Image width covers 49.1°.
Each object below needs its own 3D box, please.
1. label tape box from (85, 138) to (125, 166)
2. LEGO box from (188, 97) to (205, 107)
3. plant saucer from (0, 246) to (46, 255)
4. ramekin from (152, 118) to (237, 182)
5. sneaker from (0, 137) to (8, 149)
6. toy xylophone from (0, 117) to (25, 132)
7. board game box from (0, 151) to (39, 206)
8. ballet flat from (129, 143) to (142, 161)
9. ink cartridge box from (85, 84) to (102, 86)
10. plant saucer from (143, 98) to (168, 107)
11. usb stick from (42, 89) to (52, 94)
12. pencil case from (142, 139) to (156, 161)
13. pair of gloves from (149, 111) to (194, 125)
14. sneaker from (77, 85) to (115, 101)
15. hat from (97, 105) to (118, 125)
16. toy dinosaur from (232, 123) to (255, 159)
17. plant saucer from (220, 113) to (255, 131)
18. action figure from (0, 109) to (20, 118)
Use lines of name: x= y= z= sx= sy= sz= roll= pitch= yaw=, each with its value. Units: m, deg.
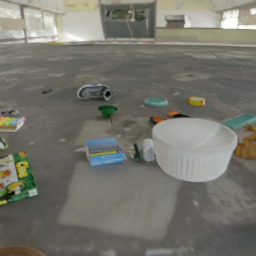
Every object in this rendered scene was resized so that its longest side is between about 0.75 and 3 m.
label tape box: x=-0.755 y=0.850 z=8.946 sx=1.033 sy=0.477 sz=1.442 roll=-6 pitch=26 yaw=-16
LEGO box: x=3.545 y=-1.363 z=14.542 sx=0.753 sy=0.291 sz=0.561 roll=11 pitch=25 yaw=26
plant saucer: x=-2.160 y=2.684 z=4.746 sx=1.858 sy=0.274 sz=1.858 roll=-1 pitch=22 yaw=0
ramekin: x=1.945 y=0.643 z=8.521 sx=2.479 sy=1.154 sz=2.479 roll=0 pitch=22 yaw=0
sneaker: x=-4.632 y=0.512 z=9.611 sx=1.568 sy=0.591 sz=0.599 roll=10 pitch=47 yaw=49
toy xylophone: x=-5.122 y=-0.224 z=11.593 sx=1.696 sy=0.426 sz=1.241 roll=-2 pitch=22 yaw=-5
board game box: x=-3.322 y=1.365 z=7.908 sx=1.190 sy=0.266 sz=2.271 roll=-12 pitch=25 yaw=-24
ballet flat: x=0.226 y=0.780 z=9.297 sx=0.347 sy=0.345 sz=1.014 roll=-10 pitch=23 yaw=-2
ink cartridge box: x=-2.093 y=-2.525 z=17.482 sx=1.004 sy=0.236 sz=0.992 roll=-6 pitch=22 yaw=-19
plant saucer: x=1.447 y=-1.382 z=14.706 sx=1.293 sy=0.177 sz=1.293 roll=2 pitch=21 yaw=-1
usb stick: x=-4.831 y=-2.204 z=16.796 sx=0.233 sy=0.137 sz=0.839 roll=6 pitch=23 yaw=16
pencil case: x=0.681 y=0.717 z=9.290 sx=0.402 sy=0.439 sz=0.967 roll=-9 pitch=21 yaw=4
pair of gloves: x=1.939 y=-0.314 z=12.099 sx=1.865 sy=0.231 sz=1.662 roll=-12 pitch=24 yaw=-34
sneaker: x=-1.710 y=-1.896 z=15.218 sx=1.975 sy=0.745 sz=1.124 roll=-10 pitch=22 yaw=-29
hat: x=-0.925 y=-0.437 z=12.558 sx=0.908 sy=0.964 sz=1.096 roll=-6 pitch=-14 yaw=14
toy dinosaur: x=4.157 y=0.713 z=9.188 sx=2.861 sy=0.864 sz=1.519 roll=8 pitch=49 yaw=28
plant saucer: x=4.821 y=-0.304 z=12.127 sx=2.056 sy=0.195 sz=0.719 roll=-16 pitch=27 yaw=-36
action figure: x=-5.507 y=-0.675 z=12.847 sx=1.014 sy=0.352 sz=0.660 roll=-2 pitch=15 yaw=-13
